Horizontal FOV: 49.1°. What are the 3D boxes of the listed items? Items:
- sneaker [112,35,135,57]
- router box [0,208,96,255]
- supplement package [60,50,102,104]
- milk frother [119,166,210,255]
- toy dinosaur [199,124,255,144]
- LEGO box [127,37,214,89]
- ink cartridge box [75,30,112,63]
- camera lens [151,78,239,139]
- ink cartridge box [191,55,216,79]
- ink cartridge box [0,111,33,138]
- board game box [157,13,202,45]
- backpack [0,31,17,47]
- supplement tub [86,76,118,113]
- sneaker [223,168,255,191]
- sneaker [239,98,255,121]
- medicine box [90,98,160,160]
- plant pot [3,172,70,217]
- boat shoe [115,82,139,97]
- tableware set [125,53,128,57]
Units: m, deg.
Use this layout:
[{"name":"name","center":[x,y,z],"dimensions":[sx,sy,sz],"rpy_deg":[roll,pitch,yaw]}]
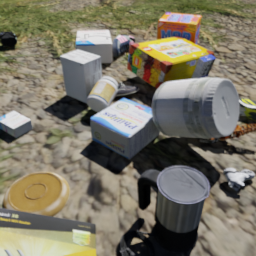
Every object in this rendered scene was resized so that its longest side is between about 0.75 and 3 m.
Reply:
[{"name":"sneaker","center":[-0.223,-4.388,14.774],"dimensions":[0.968,0.828,2.360],"rpy_deg":[4,36,11]},{"name":"router box","center":[-1.639,2.345,4.790],"dimensions":[2.171,0.567,1.707],"rpy_deg":[16,31,-18]},{"name":"supplement package","center":[-1.735,-1.945,10.609],"dimensions":[1.256,1.613,0.894],"rpy_deg":[24,41,31]},{"name":"milk frother","center":[0.661,1.780,5.397],"dimensions":[1.483,1.546,1.643],"rpy_deg":[11,37,16]},{"name":"toy dinosaur","center":[2.869,-0.076,8.702],"dimensions":[2.216,1.132,1.504],"rpy_deg":[16,55,4]},{"name":"LEGO box","center":[1.809,-2.863,12.015],"dimensions":[2.972,1.147,2.213],"rpy_deg":[-21,45,-33]},{"name":"ink cartridge box","center":[-1.744,-4.154,14.243],"dimensions":[1.753,1.012,2.401],"rpy_deg":[-4,35,-7]},{"name":"camera lens","center":[1.783,-0.532,7.748],"dimensions":[2.018,1.614,1.614],"rpy_deg":[2,27,46]},{"name":"ink cartridge box","center":[2.939,-2.209,11.190],"dimensions":[0.646,1.375,0.304],"rpy_deg":[-22,56,-27]},{"name":"ink cartridge box","center":[-3.672,-0.119,9.091],"dimensions":[0.924,0.391,0.667],"rpy_deg":[22,41,31]},{"name":"board game box","center":[2.557,-4.614,14.201],"dimensions":[1.846,1.845,1.845],"rpy_deg":[11,36,15]},{"name":"backpack","center":[-6.715,-4.964,15.674],"dimensions":[0.974,0.739,1.167],"rpy_deg":[-8,36,-22]},{"name":"supplement tub","center":[-0.885,-1.184,9.925],"dimensions":[0.821,0.821,1.134],"rpy_deg":[14,58,19]},{"name":"sneaker","center":[2.859,1.333,7.110],"dimensions":[0.880,0.331,0.506],"rpy_deg":[10,50,-14]},{"name":"sneaker","center":[4.078,-0.737,9.899],"dimensions":[1.639,0.610,0.693],"rpy_deg":[27,37,20]},{"name":"medicine box","center":[-0.059,-0.039,8.579],"dimensions":[1.502,0.849,1.649],"rpy_deg":[24,41,30]},{"name":"plant pot","center":[-2.233,1.595,6.819],"dimensions":[1.598,0.220,1.598],"rpy_deg":[0,36,0]},{"name":"boat shoe","center":[-0.286,-1.516,10.894],"dimensions":[1.516,0.475,0.551],"rpy_deg":[-14,18,-16]},{"name":"tableware set","center":[0.267,-3.737,14.348],"dimensions":[0.849,0.130,0.572],"rpy_deg":[0,35,-16]}]
